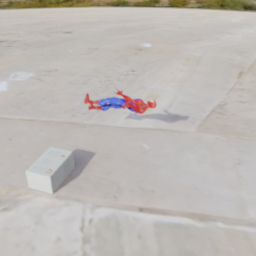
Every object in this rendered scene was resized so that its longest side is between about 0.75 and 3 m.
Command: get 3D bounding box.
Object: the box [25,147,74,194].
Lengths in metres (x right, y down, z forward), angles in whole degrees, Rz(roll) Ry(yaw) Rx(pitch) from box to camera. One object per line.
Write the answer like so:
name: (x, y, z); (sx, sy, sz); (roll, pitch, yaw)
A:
box: (-2.278, 1.230, 8.328); (0.811, 0.635, 1.304); (10, 31, 16)

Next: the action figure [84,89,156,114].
action figure: (-0.231, -0.837, 9.317); (2.359, 0.772, 0.610); (7, 62, 14)
